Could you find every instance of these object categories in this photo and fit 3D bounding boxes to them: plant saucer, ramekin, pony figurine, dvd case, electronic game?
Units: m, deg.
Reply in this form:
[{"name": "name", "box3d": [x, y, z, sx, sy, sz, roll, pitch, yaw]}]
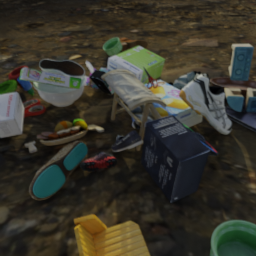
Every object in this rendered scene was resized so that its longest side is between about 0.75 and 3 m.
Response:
[{"name": "plant saucer", "box3d": [4.722, -1.754, 12.063, 2.364, 0.407, 2.364, 2, 23, -1]}, {"name": "ramekin", "box3d": [2.412, 2.743, 5.892, 1.412, 0.689, 1.412, 0, 36, 0]}, {"name": "ramekin", "box3d": [-0.856, -4.592, 15.956, 1.068, 0.522, 1.068, -19, 45, 20]}, {"name": "pony figurine", "box3d": [-1.538, -2.282, 12.705, 1.319, 1.098, 1.273, -8, 47, -44]}, {"name": "dvd case", "box3d": [5.312, -0.383, 10.526, 2.163, 0.232, 2.909, -23, 40, -27]}, {"name": "electronic game", "box3d": [2.096, 0.336, 8.453, 1.475, 0.307, 1.475, 36, 12, -9]}]

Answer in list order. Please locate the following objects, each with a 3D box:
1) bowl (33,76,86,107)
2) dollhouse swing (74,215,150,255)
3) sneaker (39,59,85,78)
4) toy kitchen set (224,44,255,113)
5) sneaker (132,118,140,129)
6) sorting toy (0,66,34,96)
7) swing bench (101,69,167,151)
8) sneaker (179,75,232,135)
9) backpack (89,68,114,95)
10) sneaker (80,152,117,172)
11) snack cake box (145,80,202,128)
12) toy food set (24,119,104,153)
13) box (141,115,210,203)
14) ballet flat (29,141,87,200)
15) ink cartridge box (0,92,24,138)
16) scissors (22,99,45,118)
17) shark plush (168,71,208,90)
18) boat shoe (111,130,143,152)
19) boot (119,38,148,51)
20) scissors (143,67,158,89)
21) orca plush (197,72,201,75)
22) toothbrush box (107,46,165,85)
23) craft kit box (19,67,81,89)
[{"name": "bowl", "box3d": [-2.764, -1.536, 11.632, 2.118, 0.952, 2.118, 0, 36, 0]}, {"name": "dollhouse swing", "box3d": [-0.302, 2.440, 5.878, 1.137, 1.175, 1.293, -26, 45, 0]}, {"name": "sneaker", "box3d": [-2.702, -2.418, 11.762, 1.864, 0.789, 0.679, 13, 76, 1]}, {"name": "toy kitchen set", "box3d": [5.064, -1.580, 9.684, 2.981, 2.388, 1.756, 3, 30, 9]}, {"name": "sneaker", "box3d": [0.342, -0.230, 10.269, 0.441, 0.433, 1.145, -10, 16, 23]}, {"name": "sorting toy", "box3d": [-4.768, -1.744, 12.169, 1.364, 0.932, 2.271, -1, 45, 25]}, {"name": "swing bench", "box3d": [0.253, -0.728, 9.274, 1.321, 2.036, 2.025, -25, 47, -14]}, {"name": "sneaker", "box3d": [2.909, -0.734, 9.327, 2.630, 1.153, 0.995, 33, 16, -34]}, {"name": "backpack", "box3d": [-0.968, -1.980, 12.001, 0.867, 1.152, 1.022, -47, 34, -14]}, {"name": "sneaker", "box3d": [-0.931, 1.012, 8.561, 1.131, 0.400, 0.552, -9, 37, -16]}, {"name": "snack cake box", "box3d": [1.435, -0.881, 10.674, 1.462, 0.854, 2.542, -22, 38, -25]}, {"name": "toy food set", "box3d": [-2.149, 0.119, 9.213, 2.470, 0.496, 1.705, -17, 13, -22]}, {"name": "box", "box3d": [1.193, 0.817, 7.669, 0.967, 1.619, 1.646, -17, 44, -22]}, {"name": "ballet flat", "box3d": [-2.086, 1.220, 8.140, 0.768, 0.829, 2.352, -9, 23, 37]}, {"name": "ink cartridge box", "box3d": [-4.751, -0.349, 9.746, 1.994, 0.827, 1.464, -10, 47, -4]}, {"name": "scissors", "box3d": [-4.469, -0.354, 10.680, 1.045, 0.199, 2.858, 33, 49, 28]}, {"name": "shark plush", "box3d": [2.248, -1.650, 11.326, 2.178, 0.907, 0.990, -5, -3, 34]}, {"name": "boat shoe", "box3d": [-0.099, 0.397, 8.637, 0.560, 0.484, 1.543, -26, 3, -32]}, {"name": "boot", "box3d": [0.164, -5.069, 16.938, 1.815, 0.696, 1.409, -17, 34, -11]}, {"name": "scissors", "box3d": [0.875, -2.001, 10.971, 0.452, 0.086, 1.234, -18, 56, 18]}, {"name": "orca plush", "box3d": [2.969, -1.902, 12.078, 1.517, 1.025, 2.883, 10, 37, 13]}, {"name": "toothbrush box", "box3d": [0.367, -2.840, 13.153, 1.669, 0.987, 2.293, 34, 44, 23]}, {"name": "craft kit box", "box3d": [-2.970, -1.835, 10.504, 1.963, 0.482, 1.988, 11, 4, -25]}]
